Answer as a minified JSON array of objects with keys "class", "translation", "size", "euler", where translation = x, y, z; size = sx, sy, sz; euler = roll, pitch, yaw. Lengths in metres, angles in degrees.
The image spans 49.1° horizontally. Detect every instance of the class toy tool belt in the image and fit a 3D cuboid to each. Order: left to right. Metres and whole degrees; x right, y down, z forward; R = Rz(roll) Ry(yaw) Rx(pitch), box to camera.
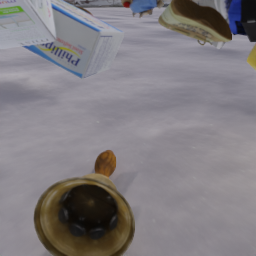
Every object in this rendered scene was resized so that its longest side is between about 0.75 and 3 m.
[{"class":"toy tool belt","translation":[0.441,-4.038,9.041],"size":[1.482,0.911,0.926],"euler":[-11,-19,28]}]

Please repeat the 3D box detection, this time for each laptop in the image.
[{"class":"laptop","translation":[2.115,-1.624,3.488],"size":[1.217,1.300,0.753],"euler":[8,35,31]}]

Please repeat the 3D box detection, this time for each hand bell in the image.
[{"class":"hand bell","translation":[-0.564,1.051,5.458],"size":[1.500,1.500,2.880],"euler":[2,15,3]}]

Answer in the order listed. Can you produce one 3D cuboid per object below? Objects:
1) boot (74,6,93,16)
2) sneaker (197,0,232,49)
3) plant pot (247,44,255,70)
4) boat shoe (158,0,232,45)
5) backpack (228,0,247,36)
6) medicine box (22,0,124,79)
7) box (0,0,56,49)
[{"class":"boot","translation":[-1.284,-2.782,7.290],"size":[1.766,0.651,1.367],"euler":[9,22,31]},{"class":"sneaker","translation":[2.446,-3.261,7.834],"size":[1.076,2.623,0.980],"euler":[30,81,25]},{"class":"plant pot","translation":[3.368,-1.213,4.853],"size":[2.027,2.154,2.154],"euler":[40,42,17]},{"class":"boat shoe","translation":[1.374,-2.041,5.517],"size":[1.692,0.620,0.530],"euler":[11,-24,-32]},{"class":"backpack","translation":[3.210,-2.775,6.142],"size":[1.691,1.374,1.419],"euler":[19,-5,28]},{"class":"medicine box","translation":[-1.080,-1.749,5.292],"size":[1.546,0.874,1.698],"euler":[28,21,3]},{"class":"box","translation":[-2.153,-1.553,3.187],"size":[2.243,1.085,1.979],"euler":[-8,6,-3]}]
